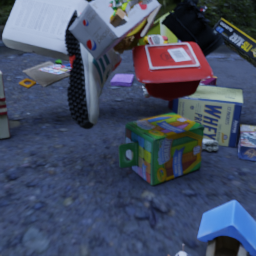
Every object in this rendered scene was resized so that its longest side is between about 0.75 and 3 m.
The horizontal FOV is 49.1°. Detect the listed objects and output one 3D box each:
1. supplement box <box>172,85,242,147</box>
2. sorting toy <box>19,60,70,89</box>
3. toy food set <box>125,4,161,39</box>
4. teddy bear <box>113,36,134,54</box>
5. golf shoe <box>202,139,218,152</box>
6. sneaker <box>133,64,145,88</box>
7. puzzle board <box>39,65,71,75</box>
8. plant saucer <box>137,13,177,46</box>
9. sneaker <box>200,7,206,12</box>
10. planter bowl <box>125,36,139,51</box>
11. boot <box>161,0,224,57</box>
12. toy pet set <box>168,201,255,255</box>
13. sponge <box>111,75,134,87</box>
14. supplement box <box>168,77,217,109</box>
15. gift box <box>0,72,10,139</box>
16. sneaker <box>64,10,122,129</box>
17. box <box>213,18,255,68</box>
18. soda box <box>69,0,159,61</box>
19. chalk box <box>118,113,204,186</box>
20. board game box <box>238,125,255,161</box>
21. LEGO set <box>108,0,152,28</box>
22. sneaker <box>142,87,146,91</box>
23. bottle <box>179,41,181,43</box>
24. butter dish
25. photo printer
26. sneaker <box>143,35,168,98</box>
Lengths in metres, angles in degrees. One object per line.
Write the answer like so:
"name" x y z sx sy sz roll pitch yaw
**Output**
"supplement box" 2.830 -0.554 9.986 2.196 1.474 2.194 8 24 18
"sorting toy" -3.284 -2.106 11.321 1.455 0.352 2.584 32 45 23
"toy food set" 0.280 -3.737 10.142 2.253 1.325 0.736 25 1 42
"teddy bear" -0.810 -3.235 11.117 1.811 0.834 2.497 -18 10 24
"golf shoe" 2.289 0.530 8.924 1.108 0.434 0.538 9 6 7
"sneaker" 1.125 -2.643 10.612 2.483 1.434 0.973 -29 11 37
"puzzle board" -1.882 -1.558 7.431 0.805 0.070 0.606 18 32 34
"plant saucer" 1.071 -3.406 11.963 0.579 2.413 2.417 5 -12 -32
"sneaker" 2.729 -4.708 11.385 0.868 0.488 0.309 -43 7 9
"planter bowl" -0.234 -4.226 12.361 1.579 1.579 0.658 4 58 11
"boot" 1.773 -2.852 9.025 2.191 1.795 0.811 -37 9 39
"toy pet set" 1.623 2.056 4.204 1.949 1.035 1.820 10 24 21
"sponge" -0.328 -2.972 17.438 1.201 0.321 2.152 3 23 5
"supplement box" 3.082 -1.701 13.214 1.469 1.140 2.662 12 25 27
"gift box" -5.625 -0.911 9.326 2.712 2.680 2.904 -10 19 -27
"sneaker" -0.707 -1.405 6.774 1.369 2.929 1.031 2 -19 -32
"box" 4.075 -2.754 9.704 1.711 0.529 2.143 9 36 -53
"soda box" -0.199 -2.524 6.304 0.800 0.856 2.512 -33 15 41
"chalk box" 0.762 0.554 7.502 2.148 1.341 1.331 -15 26 -29
"board game box" 4.783 0.575 8.579 2.632 0.455 1.783 9 24 19
"LEGO set" 0.017 -2.049 4.222 0.659 0.534 1.433 14 50 45
"sneaker" 1.029 -2.503 15.863 0.417 0.635 1.104 0 22 1
"bottle" 2.185 -3.352 10.931 0.358 0.458 1.097 -7 -16 1
"butter dish" 0.970 -1.199 6.681 1.663 1.233 1.668 -5 43 -2
"photo printer" -2.756 -3.656 9.974 2.785 2.317 0.967 15 -10 11
"sneaker" 0.677 -1.893 8.678 0.795 1.934 0.753 8 2 -8
